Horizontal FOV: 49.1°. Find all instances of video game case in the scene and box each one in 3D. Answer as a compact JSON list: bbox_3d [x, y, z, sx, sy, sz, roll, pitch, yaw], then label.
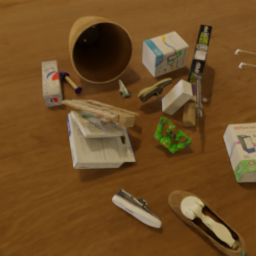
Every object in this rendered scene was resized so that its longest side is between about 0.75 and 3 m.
[{"bbox_3d":[-1.139,-0.167,10.234,1.550,0.184,1.411,-1,39,-37],"label":"video game case"}]

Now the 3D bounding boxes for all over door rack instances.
[{"bbox_3d":[6.076,-3.364,13.449,1.548,0.516,1.144,3,53,3],"label":"over door rack"}]

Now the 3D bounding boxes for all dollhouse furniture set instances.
[{"bbox_3d":[2.605,-0.754,11.748,1.217,1.359,1.715,18,72,-36],"label":"dollhouse furniture set"}]

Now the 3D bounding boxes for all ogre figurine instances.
[{"bbox_3d":[1.583,0.350,10.386,0.864,1.442,0.707,-50,20,6],"label":"ogre figurine"}]

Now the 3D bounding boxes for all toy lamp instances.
[{"bbox_3d":[-2.608,-2.062,12.543,0.420,0.420,1.442,-31,59,-21],"label":"toy lamp"}]

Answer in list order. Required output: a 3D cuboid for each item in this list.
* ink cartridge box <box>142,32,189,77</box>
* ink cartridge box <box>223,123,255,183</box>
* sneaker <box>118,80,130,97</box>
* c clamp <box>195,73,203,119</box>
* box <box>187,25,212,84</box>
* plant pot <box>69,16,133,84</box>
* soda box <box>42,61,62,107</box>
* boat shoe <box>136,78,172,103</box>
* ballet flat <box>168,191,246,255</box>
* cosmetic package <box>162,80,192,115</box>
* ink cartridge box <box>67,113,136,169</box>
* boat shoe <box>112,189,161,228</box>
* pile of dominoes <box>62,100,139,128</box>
[{"bbox_3d":[1.698,-3.421,13.015,1.703,1.249,1.244,-22,56,-15],"label":"ink cartridge box"},{"bbox_3d":[4.464,0.854,10.068,1.458,0.878,2.007,-2,52,-1],"label":"ink cartridge box"},{"bbox_3d":[-0.270,-1.720,12.261,0.368,0.331,0.853,-33,69,10],"label":"sneaker"},{"bbox_3d":[2.689,-1.233,10.545,0.277,1.745,2.043,-2,64,14],"label":"c clamp"},{"bbox_3d":[3.068,-2.953,12.222,0.547,1.981,2.473,13,54,10],"label":"box"},{"bbox_3d":[-1.570,-3.945,12.775,2.742,2.742,2.943,-18,43,-13],"label":"plant pot"},{"bbox_3d":[-3.339,-1.972,12.264,0.685,0.737,2.159,-9,53,-7],"label":"soda box"},{"bbox_3d":[1.147,-1.529,11.577,1.624,0.594,0.526,-27,82,-7],"label":"boat shoe"},{"bbox_3d":[2.357,2.804,8.494,0.933,0.995,2.750,-44,64,-9],"label":"ballet flat"},{"bbox_3d":[1.948,-1.205,11.271,0.486,1.365,0.692,19,52,-22],"label":"cosmetic package"},{"bbox_3d":[-1.037,0.473,10.446,2.244,0.486,2.203,4,50,-26],"label":"ink cartridge box"},{"bbox_3d":[0.349,2.538,9.012,1.760,0.631,0.596,24,58,25],"label":"boat shoe"},{"bbox_3d":[-1.084,-0.569,10.564,2.692,0.429,2.098,18,14,31],"label":"pile of dominoes"}]
